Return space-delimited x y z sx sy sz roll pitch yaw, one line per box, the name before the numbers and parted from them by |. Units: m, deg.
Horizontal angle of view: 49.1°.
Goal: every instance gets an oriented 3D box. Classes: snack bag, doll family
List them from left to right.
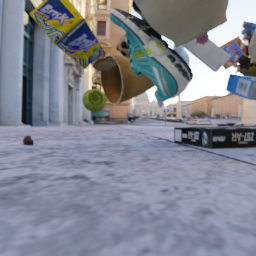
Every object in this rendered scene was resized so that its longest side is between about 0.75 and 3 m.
snack bag | 1.787 -2.500 9.445 0.120 1.053 1.117 -22 -54 31
doll family | 4.327 -2.456 9.152 1.420 2.458 0.964 10 13 6

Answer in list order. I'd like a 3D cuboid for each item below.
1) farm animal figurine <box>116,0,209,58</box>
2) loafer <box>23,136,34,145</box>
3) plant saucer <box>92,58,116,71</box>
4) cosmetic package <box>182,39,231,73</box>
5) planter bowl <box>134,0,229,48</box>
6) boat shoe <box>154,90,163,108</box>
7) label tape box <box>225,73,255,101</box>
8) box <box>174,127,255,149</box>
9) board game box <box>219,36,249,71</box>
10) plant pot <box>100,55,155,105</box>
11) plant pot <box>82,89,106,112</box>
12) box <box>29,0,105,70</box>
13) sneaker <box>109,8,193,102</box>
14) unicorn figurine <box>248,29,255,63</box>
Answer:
farm animal figurine | 0.874 -2.620 8.168 2.350 1.463 2.910 36 -23 -2
loafer | -3.681 0.449 10.224 0.334 0.327 0.915 -1 2 -33
plant saucer | -0.765 -2.060 9.134 0.796 0.117 0.796 -5 41 4
cosmetic package | 2.348 -2.468 8.781 1.623 0.659 0.916 41 17 3
planter bowl | 1.296 -2.560 5.928 1.974 1.328 1.974 -26 8 4
boat shoe | 1.364 -1.302 12.729 0.297 0.837 0.292 -18 -16 -12
label tape box | 3.099 -0.865 6.309 1.424 0.471 1.020 4 17 -10
box | 3.300 0.288 10.249 2.334 0.634 2.914 0 1 -14
board game box | 3.672 -2.627 9.942 0.805 0.805 0.805 -29 -2 12
plant pot | 0.197 -2.209 12.267 2.225 2.073 2.073 -13 7 -29
plant pot | -1.152 -0.991 9.725 0.850 0.850 0.818 0 0 -10
box | -1.477 -2.494 7.619 0.920 1.002 2.860 -41 -3 5
sneaker | 0.344 -1.796 6.721 1.075 2.700 1.046 -44 -14 31
unicorn figurine | 3.725 -2.645 6.438 1.919 1.032 2.794 -36 -30 -7
